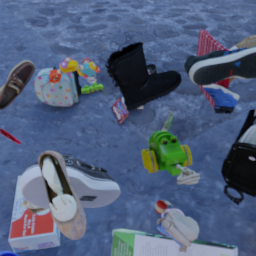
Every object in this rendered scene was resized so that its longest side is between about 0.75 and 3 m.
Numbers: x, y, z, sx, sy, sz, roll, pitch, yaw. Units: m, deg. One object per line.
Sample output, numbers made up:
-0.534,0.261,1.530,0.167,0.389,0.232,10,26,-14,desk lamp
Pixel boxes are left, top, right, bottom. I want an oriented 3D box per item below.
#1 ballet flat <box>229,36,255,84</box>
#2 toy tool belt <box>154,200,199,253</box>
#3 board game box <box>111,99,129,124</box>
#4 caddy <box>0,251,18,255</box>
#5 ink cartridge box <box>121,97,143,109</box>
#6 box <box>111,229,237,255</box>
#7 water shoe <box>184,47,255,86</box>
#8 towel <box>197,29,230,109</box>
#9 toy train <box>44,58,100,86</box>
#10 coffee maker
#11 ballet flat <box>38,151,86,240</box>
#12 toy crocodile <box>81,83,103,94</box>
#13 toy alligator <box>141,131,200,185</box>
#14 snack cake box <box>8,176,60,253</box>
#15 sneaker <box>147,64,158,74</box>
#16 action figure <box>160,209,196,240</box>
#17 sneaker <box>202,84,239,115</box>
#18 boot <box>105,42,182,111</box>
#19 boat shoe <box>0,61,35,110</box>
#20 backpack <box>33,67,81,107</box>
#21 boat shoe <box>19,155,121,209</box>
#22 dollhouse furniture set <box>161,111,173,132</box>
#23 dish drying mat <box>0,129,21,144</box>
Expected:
3.454,-2.109,9.491,0.901,2.759,0.973,-7,72,-7,ballet flat
0.657,1.523,4.288,0.777,0.477,0.485,34,20,16,toy tool belt
-0.356,-0.706,11.589,0.106,0.561,1.089,26,24,-40,board game box
-2.300,3.581,5.303,1.418,2.702,1.910,-18,42,6,caddy
0.204,-1.206,12.045,0.938,0.393,0.680,3,64,2,ink cartridge box
0.676,2.695,4.759,2.220,0.403,1.602,-2,74,27,box
2.630,-1.756,7.194,2.365,0.845,0.933,-10,43,-8,water shoe
2.894,-2.062,9.762,0.329,2.114,2.923,-3,33,-2,towel
-1.703,-1.751,8.570,1.613,1.211,0.449,-5,72,-24,toy train
2.878,0.464,6.327,1.261,1.798,1.872,40,52,6,coffee maker
-1.036,0.965,4.142,0.482,0.476,1.417,-26,69,-5,ballet flat
-1.706,-1.783,12.929,1.139,0.352,0.385,-19,46,-14,toy crocodile
0.740,0.433,5.252,0.822,0.752,2.772,-10,0,-5,toy alligator
-2.583,2.322,8.019,1.211,0.708,2.106,-5,42,-8,snack cake box
0.672,-2.416,13.002,1.056,1.135,2.630,20,45,19,sneaker
1.574,3.003,6.906,1.199,1.333,1.790,-8,28,-17,action figure
2.717,-0.819,8.425,1.315,0.731,0.505,18,2,-26,sneaker
0.535,-1.863,9.261,2.412,1.976,0.893,-28,36,-6,boot
-3.482,-1.288,8.673,1.776,0.641,0.639,-49,45,-4,boat shoe
-3.053,-1.719,11.886,1.823,1.602,1.397,0,38,7,backpack
-1.193,1.079,6.123,1.031,2.948,0.977,-42,58,15,boat shoe
1.146,0.116,7.613,0.486,0.634,0.968,24,55,5,dollhouse furniture set
-2.879,0.241,6.866,0.448,1.168,0.106,35,75,-10,dish drying mat
